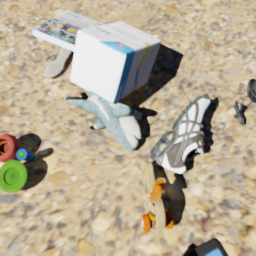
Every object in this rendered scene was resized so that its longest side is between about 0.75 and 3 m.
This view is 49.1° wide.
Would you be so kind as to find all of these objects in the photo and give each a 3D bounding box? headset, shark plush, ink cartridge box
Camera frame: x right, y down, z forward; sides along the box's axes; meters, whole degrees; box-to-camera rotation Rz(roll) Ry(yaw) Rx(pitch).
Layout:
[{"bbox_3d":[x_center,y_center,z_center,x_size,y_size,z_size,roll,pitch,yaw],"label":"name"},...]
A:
[{"bbox_3d":[4.549,-1.053,9.206,2.519,1.556,1.184,-23,105,-12],"label":"headset"},{"bbox_3d":[-0.875,-0.403,9.013,2.978,1.353,1.240,25,94,8],"label":"shark plush"},{"bbox_3d":[-0.369,-2.204,9.099,1.725,1.717,2.351,31,37,17],"label":"ink cartridge box"}]

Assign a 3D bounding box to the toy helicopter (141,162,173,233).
[{"bbox_3d":[0.678,1.722,7.565,0.789,1.323,2.001,-6,49,-5],"label":"toy helicopter"}]

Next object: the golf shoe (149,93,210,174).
[{"bbox_3d":[1.913,0.192,8.681,1.328,1.093,2.811,38,74,11],"label":"golf shoe"}]

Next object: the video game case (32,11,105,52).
[{"bbox_3d":[-2.065,-3.782,11.052,2.444,0.281,2.227,25,48,13],"label":"video game case"}]

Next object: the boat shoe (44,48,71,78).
[{"bbox_3d":[-2.660,-2.427,10.527,0.522,0.445,1.560,36,65,-20],"label":"boat shoe"}]

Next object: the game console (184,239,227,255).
[{"bbox_3d":[2.032,3.709,6.564,1.064,1.545,1.793,-36,63,10],"label":"game console"}]

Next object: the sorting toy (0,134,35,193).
[{"bbox_3d":[-3.356,1.017,8.386,1.104,0.754,1.837,-24,75,3],"label":"sorting toy"}]
